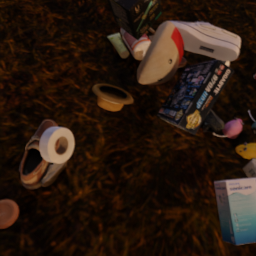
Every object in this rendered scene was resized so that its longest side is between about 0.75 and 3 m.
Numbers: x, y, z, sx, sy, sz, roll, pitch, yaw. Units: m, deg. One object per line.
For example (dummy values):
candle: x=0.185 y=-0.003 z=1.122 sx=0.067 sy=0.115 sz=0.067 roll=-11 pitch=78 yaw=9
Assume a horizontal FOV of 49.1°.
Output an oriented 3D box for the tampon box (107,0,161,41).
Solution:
tampon box: x=0.265 y=-4.782 z=10.802 sx=1.317 sy=2.087 sz=1.564 roll=42 pitch=87 yaw=16

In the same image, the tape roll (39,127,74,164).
tape roll: x=-2.181 y=0.529 z=8.623 sx=0.392 sy=1.120 sz=1.120 roll=8 pitch=54 yaw=31

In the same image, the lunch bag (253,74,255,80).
lunch bag: x=6.291 y=-2.402 z=12.647 sx=1.107 sy=0.454 sz=0.975 roll=-27 pitch=61 yaw=-16

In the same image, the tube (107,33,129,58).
tube: x=-0.476 y=-4.118 z=13.807 sx=0.504 sy=0.451 sz=1.735 roll=11 pitch=41 yaw=-40

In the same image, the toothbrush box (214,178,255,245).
toothbrush box: x=3.171 y=2.239 z=7.716 sx=1.204 sy=0.701 sz=1.644 roll=-4 pitch=79 yaw=-12

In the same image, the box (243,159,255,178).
box: x=4.649 y=1.108 z=8.517 sx=2.049 sy=0.701 sz=0.842 roll=-20 pitch=62 yaw=-15

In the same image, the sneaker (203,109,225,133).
sneaker: x=3.151 y=-0.321 z=11.262 sx=0.763 sy=0.509 sz=1.332 roll=-28 pitch=61 yaw=-15

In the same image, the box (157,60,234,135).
box: x=1.812 y=-0.935 z=8.215 sx=0.564 sy=2.450 sz=1.948 roll=31 pitch=93 yaw=-11

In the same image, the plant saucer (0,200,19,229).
plant saucer: x=-4.192 y=2.874 z=9.406 sx=0.972 sy=0.157 sz=0.972 roll=0 pitch=56 yaw=0

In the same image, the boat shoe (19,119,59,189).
boat shoe: x=-3.195 y=0.796 z=10.241 sx=1.058 sy=1.003 sz=2.795 roll=4 pitch=57 yaw=3

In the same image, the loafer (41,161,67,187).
loafer: x=-2.725 y=1.592 z=10.075 sx=0.419 sy=0.464 sz=1.226 roll=29 pitch=52 yaw=15

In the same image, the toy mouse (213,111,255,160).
toy mouse: x=4.765 y=0.092 z=10.991 sx=2.658 sy=0.514 sz=2.363 roll=16 pitch=58 yaw=10

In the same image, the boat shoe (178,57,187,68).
boat shoe: x=1.875 y=-3.450 z=13.191 sx=1.901 sy=0.682 sz=0.720 roll=27 pitch=61 yaw=17

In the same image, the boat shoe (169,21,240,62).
boat shoe: x=2.616 y=-3.267 z=9.998 sx=2.828 sy=1.040 sz=0.924 roll=22 pitch=71 yaw=-3

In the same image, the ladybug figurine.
ladybug figurine: x=1.092 y=-2.301 z=8.911 sx=1.049 sy=1.980 sz=2.917 roll=26 pitch=35 yaw=-4

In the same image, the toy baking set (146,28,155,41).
toy baking set: x=0.828 y=-4.906 z=14.451 sx=1.036 sy=0.157 sz=1.350 roll=-28 pitch=61 yaw=-17

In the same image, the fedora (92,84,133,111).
fedora: x=-0.561 y=-0.951 z=9.305 sx=1.450 sy=0.592 sz=1.450 roll=18 pitch=26 yaw=-9

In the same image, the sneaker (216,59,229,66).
sneaker: x=4.570 y=-3.620 z=13.217 sx=0.847 sy=0.821 sz=2.319 roll=9 pitch=57 yaw=6

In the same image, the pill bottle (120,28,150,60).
pill bottle: x=0.373 y=-4.248 z=13.493 sx=1.052 sy=1.052 sz=1.843 roll=-19 pitch=60 yaw=-12
